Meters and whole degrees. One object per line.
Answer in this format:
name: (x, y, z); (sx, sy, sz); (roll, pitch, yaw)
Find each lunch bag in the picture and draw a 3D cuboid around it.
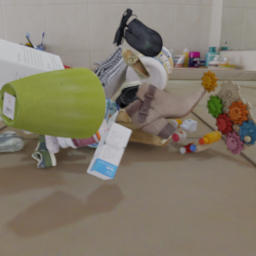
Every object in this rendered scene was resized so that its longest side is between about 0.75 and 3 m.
lunch bag: (-1.059, -0.202, 8.984); (1.299, 1.616, 0.666); (9, -8, 34)

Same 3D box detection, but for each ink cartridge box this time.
ink cartridge box: (-0.354, 0.383, 5.866); (0.442, 1.326, 0.768); (25, -17, -11)

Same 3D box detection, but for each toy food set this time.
toy food set: (1.891, 0.297, 8.840); (0.817, 0.867, 1.815); (-13, 28, -37)

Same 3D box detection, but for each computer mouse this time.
computer mouse: (0.224, -2.479, 7.673); (1.627, 1.126, 0.429); (39, 29, 25)

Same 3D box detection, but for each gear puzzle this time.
gear puzzle: (2.842, -0.599, 8.262); (0.356, 2.722, 1.410); (-10, -25, -26)

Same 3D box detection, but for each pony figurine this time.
pony figurine: (-2.110, -0.025, 7.948); (1.853, 1.543, 1.789); (9, -13, 18)

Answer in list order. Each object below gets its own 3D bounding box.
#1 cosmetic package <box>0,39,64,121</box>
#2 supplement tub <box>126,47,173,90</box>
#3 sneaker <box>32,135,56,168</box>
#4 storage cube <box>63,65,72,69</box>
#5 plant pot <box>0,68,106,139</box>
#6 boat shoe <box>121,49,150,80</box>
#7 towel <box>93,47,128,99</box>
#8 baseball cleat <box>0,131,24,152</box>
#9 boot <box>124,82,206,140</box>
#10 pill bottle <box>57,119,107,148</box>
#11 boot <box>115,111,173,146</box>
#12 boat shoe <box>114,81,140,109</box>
cosmetic package: (-2.484, -1.020, 6.402); (1.706, 1.408, 1.406); (11, 26, -27)
supplement tub: (0.890, -2.259, 10.796); (1.514, 1.514, 2.093); (5, 34, 16)
sneaker: (-2.442, 0.639, 7.845); (0.535, 0.400, 1.192); (-13, 50, -27)
storage cube: (-2.438, -1.049, 9.043); (1.611, 1.695, 1.885); (20, -11, 7)
plant pot: (-1.371, -0.404, 4.847); (1.360, 1.360, 1.454); (13, 14, 39)
boat shoe: (0.237, -1.740, 7.598); (0.377, 1.027, 0.322); (-52, 26, -11)
towel: (-0.710, -1.966, 10.661); (0.853, 1.994, 1.651); (34, -23, 6)
baseball cleat: (-4.105, 0.462, 8.723); (1.594, 0.556, 0.849); (3, 27, -27)
boot: (1.021, -0.770, 8.094); (1.582, 2.164, 0.760); (40, -13, 4)
pill bottle: (-1.188, 0.137, 7.356); (1.236, 0.698, 0.698); (-15, 14, 10)
boot: (0.362, 0.015, 9.637); (2.483, 0.821, 2.174); (1, 24, 28)
boat shoe: (0.008, -0.905, 7.745); (0.535, 0.447, 1.435); (-15, -10, -24)
